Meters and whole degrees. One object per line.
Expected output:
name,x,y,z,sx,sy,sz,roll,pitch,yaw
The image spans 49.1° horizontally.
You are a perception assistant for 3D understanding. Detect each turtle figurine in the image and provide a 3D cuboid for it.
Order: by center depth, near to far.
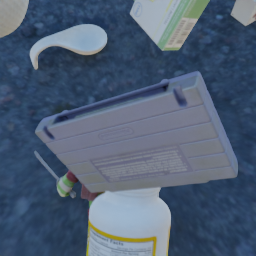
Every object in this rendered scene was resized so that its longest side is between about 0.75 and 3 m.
turtle figurine,-0.528,1.113,5.946,1.710,2.376,2.304,-15,84,-40

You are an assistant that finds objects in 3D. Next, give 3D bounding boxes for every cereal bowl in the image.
cereal bowl,-2.570,-3.014,5.059,1.104,2.650,2.650,-29,64,-34

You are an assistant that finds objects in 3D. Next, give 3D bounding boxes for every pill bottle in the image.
pill bottle,-0.009,1.940,4.639,1.339,1.339,2.569,5,95,3

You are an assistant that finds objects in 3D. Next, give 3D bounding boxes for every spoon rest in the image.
spoon rest,-1.677,-2.357,7.904,2.259,0.685,1.122,-23,64,-11

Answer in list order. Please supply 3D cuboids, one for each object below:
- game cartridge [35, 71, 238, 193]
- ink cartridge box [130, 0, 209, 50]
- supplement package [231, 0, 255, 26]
game cartridge,0.053,0.174,2.724,1.704,1.104,0.327,-13,41,30
ink cartridge box,0.677,-3.532,6.434,0.700,2.125,2.920,-14,58,-38
supplement package,3.823,-3.808,8.562,0.905,0.866,0.666,-33,67,-16
